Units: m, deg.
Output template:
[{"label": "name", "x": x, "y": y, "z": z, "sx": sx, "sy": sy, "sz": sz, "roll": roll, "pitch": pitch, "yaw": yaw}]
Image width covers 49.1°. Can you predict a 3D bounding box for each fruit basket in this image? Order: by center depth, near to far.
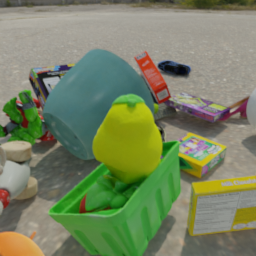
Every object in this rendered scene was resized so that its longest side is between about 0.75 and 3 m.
[{"label": "fruit basket", "x": -0.141, "y": 0.764, "z": 5.522, "sx": 2.076, "sy": 2.878, "sz": 2.878, "roll": -12, "pitch": 17, "yaw": 37}]

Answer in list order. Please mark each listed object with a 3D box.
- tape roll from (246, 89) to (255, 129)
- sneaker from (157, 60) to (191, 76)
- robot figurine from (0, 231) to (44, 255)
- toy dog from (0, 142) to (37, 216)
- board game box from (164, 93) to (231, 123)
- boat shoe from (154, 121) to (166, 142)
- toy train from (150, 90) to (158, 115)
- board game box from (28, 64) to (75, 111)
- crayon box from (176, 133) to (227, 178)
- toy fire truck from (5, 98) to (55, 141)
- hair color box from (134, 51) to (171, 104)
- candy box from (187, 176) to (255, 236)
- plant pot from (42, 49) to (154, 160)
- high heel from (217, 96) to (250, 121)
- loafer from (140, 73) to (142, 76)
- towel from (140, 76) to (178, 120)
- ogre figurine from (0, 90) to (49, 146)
[{"label": "tape roll", "x": 5.038, "y": -0.569, "z": 8.984, "sx": 1.941, "sy": 1.941, "sz": 1.333, "roll": -7, "pitch": 22, "yaw": -12}, {"label": "sneaker", "x": 2.527, "y": -3.370, "z": 15.748, "sx": 1.961, "sy": 0.688, "sz": 0.764, "roll": 12, "pitch": 23, "yaw": 19}, {"label": "robot figurine", "x": -2.112, "y": 2.454, "z": 3.839, "sx": 2.449, "sy": 1.428, "sz": 1.761, "roll": -28, "pitch": 1, "yaw": -38}, {"label": "toy dog", "x": -2.931, "y": 1.196, "z": 5.809, "sx": 1.370, "sy": 1.876, "sz": 2.844, "roll": -2, "pitch": -5, "yaw": 1}, {"label": "board game box", "x": 2.575, "y": -0.812, "z": 10.497, "sx": 2.107, "sy": 0.340, "sz": 1.264, "roll": 27, "pitch": 29, "yaw": 38}, {"label": "boat shoe", "x": 0.937, "y": 0.183, "z": 9.075, "sx": 0.603, "sy": 0.534, "sz": 1.648, "roll": -16, "pitch": 32, "yaw": 2}, {"label": "toy train", "x": 0.565, "y": -0.728, "z": 9.275, "sx": 1.119, "sy": 0.818, "sz": 1.933, "roll": 13, "pitch": -20, "yaw": -33}, {"label": "board game box", "x": -2.120, "y": -1.365, "z": 10.555, "sx": 2.538, "sy": 0.720, "sz": 2.098, "roll": -16, "pitch": 71, "yaw": -34}, {"label": "crayon box", "x": 1.950, "y": 0.754, "z": 8.238, "sx": 1.300, "sy": 0.439, "sz": 1.506, "roll": 24, "pitch": 34, "yaw": 36}, {"label": "toy fire truck", "x": -3.224, "y": -0.377, "z": 9.894, "sx": 2.550, "sy": 0.622, "sz": 1.798, "roll": 30, "pitch": 10, "yaw": 20}, {"label": "hair color box", "x": 0.913, "y": -1.905, "z": 10.529, "sx": 0.572, "sy": 0.949, "sz": 1.869, "roll": -28, "pitch": 59, "yaw": 4}, {"label": "candy box", "x": 2.589, "y": 1.511, "z": 5.619, "sx": 2.734, "sy": 1.397, "sz": 0.361, "roll": -6, "pitch": 35, "yaw": -2}, {"label": "plant pot", "x": -1.047, "y": -0.464, "z": 8.220, "sx": 2.860, "sy": 2.860, "sz": 2.295, "roll": 23, "pitch": 56, "yaw": 36}, {"label": "high heel", "x": 3.859, "y": -0.777, "z": 10.627, "sx": 1.876, "sy": 0.900, "sz": 0.632, "roll": -2, "pitch": 30, "yaw": 0}, {"label": "loafer", "x": 0.758, "y": -2.228, "z": 12.453, "sx": 0.555, "sy": 1.545, "sz": 0.486, "roll": 17, "pitch": -14, "yaw": -26}, {"label": "towel", "x": 0.590, "y": -1.135, "z": 10.957, "sx": 2.221, "sy": 0.384, "sz": 2.139, "roll": -14, "pitch": 67, "yaw": -27}, {"label": "ogre figurine", "x": -3.226, "y": 0.069, "z": 7.916, "sx": 2.215, "sy": 1.328, "sz": 1.087, "roll": -44, "pitch": 12, "yaw": -10}]
